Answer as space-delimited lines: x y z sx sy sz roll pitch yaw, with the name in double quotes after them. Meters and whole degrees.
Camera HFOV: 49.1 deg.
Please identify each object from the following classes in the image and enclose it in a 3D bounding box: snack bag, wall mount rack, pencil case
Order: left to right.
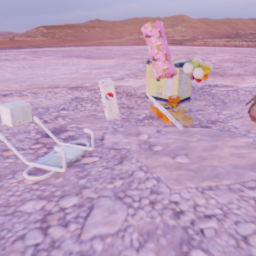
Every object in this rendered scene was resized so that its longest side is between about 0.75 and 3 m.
-2.395 0.480 8.440 2.319 0.995 2.669 9 22 22 "wall mount rack"
0.780 -1.949 7.091 0.609 1.470 0.636 -13 -5 -26 "pencil case"
0.910 -0.413 7.121 0.943 0.107 1.001 37 9 -46 "snack bag"

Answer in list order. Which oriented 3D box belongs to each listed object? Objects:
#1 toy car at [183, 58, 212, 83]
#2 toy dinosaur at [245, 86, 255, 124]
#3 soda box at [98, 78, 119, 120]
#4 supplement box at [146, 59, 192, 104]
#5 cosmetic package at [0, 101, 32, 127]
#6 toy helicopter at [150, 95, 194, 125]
2.426 -1.967 9.866 0.956 0.717 0.837 34 53 31 "toy car"
3.521 -0.436 6.941 2.436 1.046 1.651 -18 41 -42 "toy dinosaur"
-0.592 -0.892 8.802 0.394 1.238 0.421 -16 31 -11 "soda box"
2.137 -2.522 14.738 2.044 2.042 1.372 18 27 38 "supplement box"
-4.585 -0.589 11.473 0.791 0.796 0.952 18 28 36 "cosmetic package"
1.858 -0.598 11.508 1.446 0.863 2.187 -11 26 -20 "toy helicopter"
